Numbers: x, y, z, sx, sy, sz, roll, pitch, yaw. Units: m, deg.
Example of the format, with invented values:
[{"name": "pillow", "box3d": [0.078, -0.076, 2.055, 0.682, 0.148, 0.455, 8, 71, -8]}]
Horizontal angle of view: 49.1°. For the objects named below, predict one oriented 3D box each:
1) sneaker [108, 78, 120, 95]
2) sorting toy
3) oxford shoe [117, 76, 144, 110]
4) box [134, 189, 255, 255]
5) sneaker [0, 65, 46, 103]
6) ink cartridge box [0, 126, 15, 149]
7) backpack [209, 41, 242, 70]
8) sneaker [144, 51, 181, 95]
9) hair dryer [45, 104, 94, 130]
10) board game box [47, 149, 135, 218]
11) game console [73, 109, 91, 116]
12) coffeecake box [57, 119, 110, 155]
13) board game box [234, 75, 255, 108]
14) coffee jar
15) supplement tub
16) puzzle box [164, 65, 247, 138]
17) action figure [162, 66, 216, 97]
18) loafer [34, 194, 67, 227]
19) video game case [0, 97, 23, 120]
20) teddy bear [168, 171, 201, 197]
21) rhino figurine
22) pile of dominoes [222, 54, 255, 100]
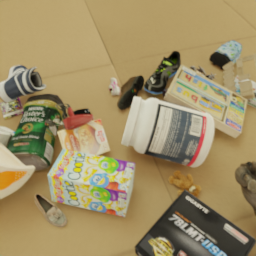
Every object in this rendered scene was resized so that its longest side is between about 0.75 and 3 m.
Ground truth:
[{"name": "sneaker", "box3d": [-0.619, -1.676, 11.351, 0.401, 0.370, 0.910, -12, 53, -12]}, {"name": "sorting toy", "box3d": [-4.603, 1.292, 7.869, 2.866, 2.580, 1.531, 39, 17, 10]}, {"name": "oxford shoe", "box3d": [-0.023, -1.361, 11.067, 0.722, 0.622, 1.712, 7, 51, 39]}, {"name": "box", "box3d": [1.747, 3.153, 7.412, 2.300, 0.572, 2.283, 35, 61, 28]}, {"name": "sneaker", "box3d": [-3.796, -1.876, 10.573, 1.441, 0.931, 2.656, -20, 30, 8]}, {"name": "ink cartridge box", "box3d": [-4.264, 0.289, 9.239, 0.911, 1.248, 0.526, 24, 90, 17]}, {"name": "backpack", "box3d": [4.406, -3.232, 12.296, 1.295, 0.995, 1.056, -25, 53, -34]}, {"name": "sneaker", "box3d": [1.405, -2.288, 11.400, 0.884, 1.033, 2.492, 27, 58, 21]}, {"name": "hair dryer", "box3d": [-1.825, -0.412, 8.974, 1.517, 0.412, 1.155, 13, 50, 12]}, {"name": "board game box", "box3d": [-1.022, 1.579, 8.184, 2.231, 1.149, 1.170, 10, 39, 7]}, {"name": "game console", "box3d": [-1.650, -0.197, 10.341, 0.787, 0.161, 1.334, -20, 53, -15]}, {"name": "coffeecake box", "box3d": [-1.464, 0.442, 9.243, 1.447, 0.529, 1.111, -18, 95, -14]}, {"name": "board game box", "box3d": [4.902, -1.401, 11.179, 1.707, 0.295, 1.078, 33, 59, 23]}, {"name": "coffee jar", "box3d": [-3.046, 0.055, 9.447, 1.387, 1.135, 2.659, -7, 50, 15]}, {"name": "supplement tub", "box3d": [1.210, 0.100, 8.844, 2.552, 1.791, 1.791, 15, 53, -1]}, {"name": "puzzle box", "box3d": [2.842, -1.022, 10.089, 2.860, 0.364, 1.903, 28, 51, 1]}, {"name": "action figure", "box3d": [2.531, -1.578, 10.948, 2.294, 0.796, 1.493, -28, 76, -10]}, {"name": "loafer", "box3d": [-2.311, 2.394, 8.170, 1.270, 0.399, 0.457, 34, 59, 23]}, {"name": "video game case", "box3d": [-4.478, -0.763, 10.783, 0.749, 0.148, 0.827, -20, 55, -15]}, {"name": "teddy bear", "box3d": [1.754, 1.744, 8.706, 0.751, 0.346, 1.036, -22, 54, -19]}, {"name": "rhino figurine", "box3d": [3.551, 2.001, 7.098, 0.783, 1.146, 2.620, -28, 91, 2]}, {"name": "pile of dominoes", "box3d": [4.542, -1.965, 11.073, 1.482, 0.303, 1.902, -12, 56, 29]}]
